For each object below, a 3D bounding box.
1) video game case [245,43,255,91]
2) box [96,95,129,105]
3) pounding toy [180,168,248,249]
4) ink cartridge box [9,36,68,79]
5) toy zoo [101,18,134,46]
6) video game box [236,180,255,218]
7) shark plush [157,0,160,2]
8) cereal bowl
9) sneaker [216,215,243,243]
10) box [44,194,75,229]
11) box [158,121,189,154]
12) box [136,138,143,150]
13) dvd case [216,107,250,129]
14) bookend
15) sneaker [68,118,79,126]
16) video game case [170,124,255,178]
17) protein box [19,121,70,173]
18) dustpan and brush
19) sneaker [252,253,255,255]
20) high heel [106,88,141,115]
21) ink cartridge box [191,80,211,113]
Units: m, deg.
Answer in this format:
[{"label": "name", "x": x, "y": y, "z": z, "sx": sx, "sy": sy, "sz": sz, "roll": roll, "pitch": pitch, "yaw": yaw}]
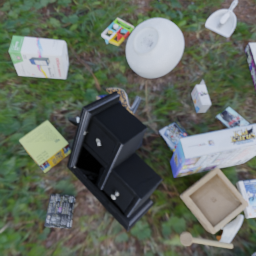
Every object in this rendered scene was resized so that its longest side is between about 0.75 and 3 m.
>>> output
[{"label": "video game case", "x": 6.289, "y": -2.147, "z": 10.800, "sx": 2.944, "sy": 0.527, "sz": 2.669, "roll": -3, "pitch": 66, "yaw": -1}, {"label": "box", "x": -0.568, "y": -0.933, "z": 10.461, "sx": 1.168, "sy": 0.189, "sz": 0.708, "roll": -9, "pitch": 66, "yaw": -5}, {"label": "pounding toy", "x": 2.401, "y": 2.686, "z": 8.468, "sx": 2.214, "sy": 1.013, "sz": 1.945, "roll": -37, "pitch": 76, "yaw": -5}, {"label": "ink cartridge box", "x": -3.252, "y": -2.585, "z": 10.437, "sx": 1.870, "sy": 1.359, "sz": 0.818, "roll": 3, "pitch": 62, "yaw": -5}, {"label": "toy zoo", "x": -0.497, "y": -4.002, "z": 11.841, "sx": 0.893, "sy": 0.139, "sz": 1.361, "roll": 33, "pitch": 70, "yaw": 13}, {"label": "video game box", "x": 4.249, "y": 2.231, "z": 8.999, "sx": 1.253, "sy": 0.293, "sz": 1.141, "roll": -7, "pitch": 68, "yaw": -3}, {"label": "shark plush", "x": 1.192, "y": -6.124, "z": 12.574, "sx": 0.436, "sy": 0.476, "sz": 1.047, "roll": -18, "pitch": 63, "yaw": -15}, {"label": "cereal bowl", "x": 0.853, "y": -3.074, "z": 10.438, "sx": 2.281, "sy": 0.950, "sz": 2.281, "roll": -7, "pitch": 76, "yaw": 28}, {"label": "sneaker", "x": 3.104, "y": 3.032, "z": 8.575, "sx": 0.474, "sy": 0.407, "sz": 1.119, "roll": 34, "pitch": 65, "yaw": 24}, {"label": "box", "x": -2.138, "y": 2.634, "z": 8.855, "sx": 0.797, "sy": 0.217, "sz": 0.995, "roll": 3, "pitch": 66, "yaw": 1}, {"label": "box", "x": 1.727, "y": 0.421, "z": 9.826, "sx": 0.810, "sy": 0.224, "sz": 1.187, "roll": -29, "pitch": 69, "yaw": -13}, {"label": "box", "x": -0.014, "y": 0.275, "z": 9.503, "sx": 0.580, "sy": 0.942, "sz": 0.934, "roll": -37, "pitch": 71, "yaw": -15}, {"label": "dvd case", "x": 3.779, "y": -0.239, "z": 10.097, "sx": 0.735, "sy": 0.111, "sz": 1.007, "roll": -33, "pitch": 65, "yaw": -20}, {"label": "bookend", "x": -0.195, "y": 1.008, "z": 8.033, "sx": 2.829, "sy": 2.811, "sz": 1.303, "roll": 43, "pitch": 48, "yaw": 16}, {"label": "sneaker", "x": -1.668, "y": -0.260, "z": 10.085, "sx": 0.961, "sy": 0.356, "sz": 0.425, "roll": 16, "pitch": 67, "yaw": -3}, {"label": "video game case", "x": 2.589, "y": 0.723, "z": 8.265, "sx": 2.442, "sy": 2.694, "sz": 0.612, "roll": -12, "pitch": 70, "yaw": -2}, {"label": "protein box", "x": -2.755, "y": 0.628, "z": 9.406, "sx": 1.147, "sy": 0.780, "sz": 1.156, "roll": -39, "pitch": 72, "yaw": -19}, {"label": "dustpan and brush", "x": 4.223, "y": -4.802, "z": 12.007, "sx": 1.177, "sy": 0.482, "sz": 1.686, "roll": 32, "pitch": 70, "yaw": 13}, {"label": "sneaker", "x": 3.412, "y": 4.039, "z": 7.903, "sx": 2.571, "sy": 0.963, "sz": 1.281, "roll": 12, "pitch": 65, "yaw": -5}, {"label": "high heel", "x": -0.344, "y": -0.852, "z": 10.098, "sx": 1.429, "sy": 0.510, "sz": 1.018, "roll": 23, "pitch": 81, "yaw": 18}, {"label": "ink cartridge box", "x": 2.641, "y": -1.160, "z": 10.304, "sx": 0.362, "sy": 0.615, "sz": 1.068, "roll": -6, "pitch": 66, "yaw": -10}]
